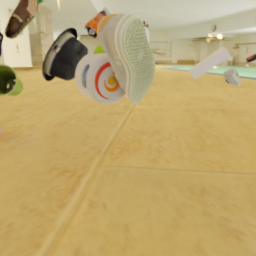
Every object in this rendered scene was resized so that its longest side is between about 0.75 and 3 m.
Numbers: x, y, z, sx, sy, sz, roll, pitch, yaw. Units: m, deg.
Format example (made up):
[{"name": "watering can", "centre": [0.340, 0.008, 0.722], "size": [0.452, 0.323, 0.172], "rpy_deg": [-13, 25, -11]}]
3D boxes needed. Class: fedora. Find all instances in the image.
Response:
[{"name": "fedora", "centre": [-2.027, -2.331, 9.595], "size": [0.931, 2.039, 2.039], "rpy_deg": [31, 20, 3]}]

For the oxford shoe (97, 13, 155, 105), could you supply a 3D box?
[{"name": "oxford shoe", "centre": [0.009, -1.469, 6.244], "size": [0.805, 1.048, 2.787], "rpy_deg": [28, -16, 22]}]

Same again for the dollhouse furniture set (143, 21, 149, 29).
[{"name": "dollhouse furniture set", "centre": [0.487, -4.947, 13.783], "size": [0.693, 0.791, 0.525], "rpy_deg": [-36, -14, -20]}]

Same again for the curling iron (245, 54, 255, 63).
[{"name": "curling iron", "centre": [4.519, -2.525, 9.244], "size": [0.378, 0.195, 1.524], "rpy_deg": [-14, -6, -26]}]

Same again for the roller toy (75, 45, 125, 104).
[{"name": "roller toy", "centre": [-0.602, -1.219, 6.959], "size": [1.214, 1.331, 0.930], "rpy_deg": [-44, 39, -15]}]

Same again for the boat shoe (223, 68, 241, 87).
[{"name": "boat shoe", "centre": [2.913, -1.406, 7.884], "size": [0.367, 0.359, 1.030], "rpy_deg": [-12, -16, 31]}]

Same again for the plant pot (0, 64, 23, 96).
[{"name": "plant pot", "centre": [-3.314, -1.215, 7.758], "size": [0.861, 0.861, 0.818], "rpy_deg": [1, -6, 3]}]

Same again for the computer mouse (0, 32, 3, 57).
[{"name": "computer mouse", "centre": [-4.975, -2.771, 9.472], "size": [1.447, 1.016, 0.333], "rpy_deg": [-2, -2, -17]}]

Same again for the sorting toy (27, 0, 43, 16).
[{"name": "sorting toy", "centre": [-1.822, -2.526, 5.523], "size": [0.117, 0.586, 0.793], "rpy_deg": [-1, 35, -35]}]

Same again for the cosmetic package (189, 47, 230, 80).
[{"name": "cosmetic package", "centre": [3.329, -2.665, 11.550], "size": [1.655, 0.419, 0.683], "rpy_deg": [-33, 12, 20]}]

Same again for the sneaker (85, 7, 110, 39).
[{"name": "sneaker", "centre": [-1.122, -4.306, 12.053], "size": [1.302, 0.902, 2.324], "rpy_deg": [-37, 32, 11]}]

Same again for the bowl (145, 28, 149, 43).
[{"name": "bowl", "centre": [0.145, -3.649, 12.795], "size": [2.046, 0.920, 2.046], "rpy_deg": [-20, -11, -4]}]

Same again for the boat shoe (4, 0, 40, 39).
[{"name": "boat shoe", "centre": [-2.848, -2.978, 7.513], "size": [0.537, 1.454, 0.538], "rpy_deg": [31, 21, -19]}]
